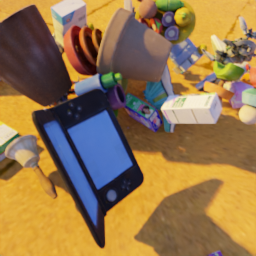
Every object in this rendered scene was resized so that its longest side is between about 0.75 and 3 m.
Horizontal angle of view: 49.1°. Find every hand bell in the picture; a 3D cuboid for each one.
[{"bbox_3d":[-2.198,1.039,6.835,0.864,0.864,1.660,-31,66,-27],"label":"hand bell"}]

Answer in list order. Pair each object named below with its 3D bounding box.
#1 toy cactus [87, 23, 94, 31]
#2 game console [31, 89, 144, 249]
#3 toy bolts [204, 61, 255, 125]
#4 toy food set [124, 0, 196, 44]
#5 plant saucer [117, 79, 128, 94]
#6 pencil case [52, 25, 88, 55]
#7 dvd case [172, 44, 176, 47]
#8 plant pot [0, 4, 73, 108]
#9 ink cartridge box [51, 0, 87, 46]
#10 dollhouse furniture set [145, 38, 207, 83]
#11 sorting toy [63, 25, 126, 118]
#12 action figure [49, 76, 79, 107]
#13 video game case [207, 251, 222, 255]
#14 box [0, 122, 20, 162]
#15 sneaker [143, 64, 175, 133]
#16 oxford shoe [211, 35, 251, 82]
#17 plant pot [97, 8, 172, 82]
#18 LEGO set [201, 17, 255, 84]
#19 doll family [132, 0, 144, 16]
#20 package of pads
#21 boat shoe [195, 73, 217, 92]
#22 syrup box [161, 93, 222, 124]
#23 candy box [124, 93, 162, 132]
[{"bbox_3d":[-0.947,-3.172,11.404,2.467,1.529,2.989,-6,39,-33],"label":"toy cactus"},{"bbox_3d":[-0.567,0.551,5.597,2.262,2.572,1.497,-30,9,-35],"label":"game console"},{"bbox_3d":[2.921,-0.764,6.965,1.710,1.241,1.790,17,11,-23],"label":"toy bolts"},{"bbox_3d":[0.842,-3.085,7.918,2.150,1.265,0.702,7,12,8],"label":"toy food set"},{"bbox_3d":[-0.335,-1.873,9.418,0.302,1.947,1.947,-5,45,-14],"label":"plant saucer"},{"bbox_3d":[-2.266,-3.237,10.077,0.715,0.822,1.839,44,97,16],"label":"pencil case"},{"bbox_3d":[0.811,-2.834,8.764,1.182,1.573,0.195,51,33,-12],"label":"dvd case"},{"bbox_3d":[-2.837,-1.876,8.258,2.262,2.420,2.262,-31,22,14],"label":"plant pot"},{"bbox_3d":[-1.845,-3.236,9.004,0.957,1.651,0.560,-40,73,-23],"label":"ink cartridge box"},{"bbox_3d":[1.236,-2.609,9.334,2.231,2.107,1.456,-39,10,14],"label":"dollhouse furniture set"},{"bbox_3d":[-0.635,-1.437,7.672,1.208,2.942,1.768,-16,29,19],"label":"sorting toy"},{"bbox_3d":[-2.101,-1.073,9.601,1.449,0.783,1.498,-26,61,-14],"label":"action figure"},{"bbox_3d":[1.699,3.118,5.639,0.907,0.179,1.001,-13,46,-12],"label":"video game case"},{"bbox_3d":[-4.543,0.223,8.284,2.445,0.591,1.435,27,51,21],"label":"box"},{"bbox_3d":[0.950,-0.993,8.593,0.953,2.394,0.928,-15,2,9],"label":"sneaker"},{"bbox_3d":[3.478,-2.451,9.594,0.652,0.850,2.259,-28,49,11],"label":"oxford shoe"},{"bbox_3d":[0.261,-2.014,7.498,1.641,1.882,1.882,20,47,4],"label":"plant pot"},{"bbox_3d":[2.964,-1.816,7.647,1.617,2.490,0.706,-7,61,31],"label":"LEGO set"},{"bbox_3d":[0.658,-3.478,9.633,1.353,2.340,0.918,44,95,-1],"label":"doll family"},{"bbox_3d":[4.413,-1.402,9.733,2.187,0.827,1.318,-7,47,-7],"label":"package of pads"},{"bbox_3d":[2.713,-1.540,9.304,0.976,0.276,0.335,-32,29,29],"label":"boat shoe"},{"bbox_3d":[1.564,-0.473,7.008,1.352,0.551,0.532,2,47,41],"label":"syrup box"},{"bbox_3d":[0.428,-0.467,8.655,1.136,0.960,0.437,33,80,29],"label":"candy box"}]
